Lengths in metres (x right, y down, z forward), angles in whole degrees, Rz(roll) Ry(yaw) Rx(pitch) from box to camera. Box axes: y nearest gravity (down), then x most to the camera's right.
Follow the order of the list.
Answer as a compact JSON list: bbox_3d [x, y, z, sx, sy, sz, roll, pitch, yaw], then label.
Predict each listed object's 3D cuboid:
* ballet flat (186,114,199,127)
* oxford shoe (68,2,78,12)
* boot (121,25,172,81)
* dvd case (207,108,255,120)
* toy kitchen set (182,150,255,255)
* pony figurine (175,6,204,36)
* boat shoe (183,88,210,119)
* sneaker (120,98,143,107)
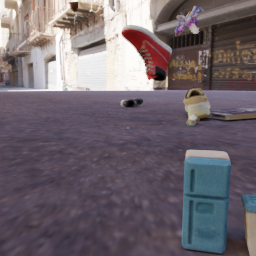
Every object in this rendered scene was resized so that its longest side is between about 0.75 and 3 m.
[{"bbox_3d":[1.819,-0.235,7.846,0.266,0.295,0.785,11,13,25],"label":"ballet flat"},{"bbox_3d":[-2.050,-4.632,10.693,0.366,0.365,1.025,-5,20,-3],"label":"oxford shoe"},{"bbox_3d":[0.428,-1.899,7.336,1.567,1.130,0.567,25,-23,-25],"label":"boot"},{"bbox_3d":[3.770,-0.505,9.813,2.545,0.203,1.892,-5,9,-23],"label":"dvd case"},{"bbox_3d":[0.884,0.581,1.578,1.153,0.679,0.924,2,9,13],"label":"toy kitchen set"},{"bbox_3d":[1.913,-3.339,8.769,0.814,0.978,0.944,40,-2,-10],"label":"pony figurine"},{"bbox_3d":[2.354,-0.950,9.614,0.902,0.809,2.437,-12,14,10],"label":"boat shoe"},{"bbox_3d":[0.274,-1.207,13.671,1.227,0.408,0.555,-10,16,-31],"label":"sneaker"}]
